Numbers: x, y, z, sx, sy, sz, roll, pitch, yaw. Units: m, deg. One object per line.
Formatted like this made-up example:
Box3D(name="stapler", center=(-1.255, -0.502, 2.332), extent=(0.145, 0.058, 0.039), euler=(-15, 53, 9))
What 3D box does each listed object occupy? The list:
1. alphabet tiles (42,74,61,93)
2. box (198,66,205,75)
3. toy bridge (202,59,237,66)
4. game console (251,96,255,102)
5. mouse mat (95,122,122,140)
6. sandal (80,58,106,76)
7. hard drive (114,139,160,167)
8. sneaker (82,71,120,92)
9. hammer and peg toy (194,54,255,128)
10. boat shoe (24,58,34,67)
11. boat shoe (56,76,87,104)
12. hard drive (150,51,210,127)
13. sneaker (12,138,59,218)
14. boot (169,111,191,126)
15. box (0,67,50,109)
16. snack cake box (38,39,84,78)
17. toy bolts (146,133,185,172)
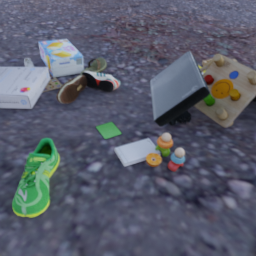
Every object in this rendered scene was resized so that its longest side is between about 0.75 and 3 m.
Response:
Box3D(name="alphabet tiles", center=(-3.703, -1.762, 11.495), extent=(1.666, 0.063, 1.393), euler=(-19, 40, -24))
Box3D(name="box", center=(2.780, -2.058, 11.572), extent=(1.118, 0.461, 1.906), euler=(-14, 40, -16))
Box3D(name="toy bridge", center=(4.276, -3.105, 13.197), extent=(1.638, 0.223, 0.550), euler=(-5, 36, -6))
Box3D(name="game console", center=(5.798, -1.604, 9.879), extent=(2.831, 2.489, 1.647), euler=(13, 78, 18))
Box3D(name="mouse mat", center=(-0.629, 0.078, 8.994), extent=(0.627, 0.029, 0.779), euler=(-18, 41, -22))
Box3D(name="sandal", center=(-1.497, -2.757, 12.458), extent=(0.721, 0.518, 1.816), euler=(12, 37, 16))
Box3D(name="hard drive", center=(0.263, 0.686, 8.051), extent=(1.115, 0.149, 0.736), euler=(-14, 38, -20))
Box3D(name="sneaker", center=(-1.086, -1.912, 11.347), extent=(1.682, 0.592, 0.786), euler=(22, 30, 26))
Box3D(name="hammer and peg toy", center=(2.916, -1.528, 9.464), extent=(2.076, 0.995, 2.823), euler=(-50, 48, 7))
Box3D(name="boat shoe", center=(-4.533, -2.943, 12.775), extent=(0.393, 0.454, 1.064), euler=(-15, 39, -19))
Box3D(name="boat shoe", center=(-2.254, -1.425, 10.620), extent=(0.691, 0.690, 1.868), euler=(0, 28, 23))
Box3D(name="hard drive", center=(1.439, -1.220, 8.384), extent=(1.655, 0.390, 2.371), euler=(-35, 29, 24))
Box3D(name="sneaker", center=(-2.251, 1.117, 6.765), extent=(0.851, 0.960, 2.298), euler=(0, 37, -2))
Box3D(name="boot", center=(1.626, -0.464, 9.466), extent=(0.767, 0.346, 0.936), euler=(-15, 46, -16))
Box3D(name="box", center=(-4.799, -1.614, 10.752), extent=(2.965, 0.610, 2.312), euler=(0, 38, 5))
Box3D(name="snack cake box", center=(-3.095, -3.258, 12.852), extent=(1.418, 0.829, 2.466), euler=(-15, 39, -22))
Box3D(name="toy bolts", center=(1.037, 0.675, 7.500), extent=(0.975, 0.676, 0.931), euler=(37, 50, 26))
